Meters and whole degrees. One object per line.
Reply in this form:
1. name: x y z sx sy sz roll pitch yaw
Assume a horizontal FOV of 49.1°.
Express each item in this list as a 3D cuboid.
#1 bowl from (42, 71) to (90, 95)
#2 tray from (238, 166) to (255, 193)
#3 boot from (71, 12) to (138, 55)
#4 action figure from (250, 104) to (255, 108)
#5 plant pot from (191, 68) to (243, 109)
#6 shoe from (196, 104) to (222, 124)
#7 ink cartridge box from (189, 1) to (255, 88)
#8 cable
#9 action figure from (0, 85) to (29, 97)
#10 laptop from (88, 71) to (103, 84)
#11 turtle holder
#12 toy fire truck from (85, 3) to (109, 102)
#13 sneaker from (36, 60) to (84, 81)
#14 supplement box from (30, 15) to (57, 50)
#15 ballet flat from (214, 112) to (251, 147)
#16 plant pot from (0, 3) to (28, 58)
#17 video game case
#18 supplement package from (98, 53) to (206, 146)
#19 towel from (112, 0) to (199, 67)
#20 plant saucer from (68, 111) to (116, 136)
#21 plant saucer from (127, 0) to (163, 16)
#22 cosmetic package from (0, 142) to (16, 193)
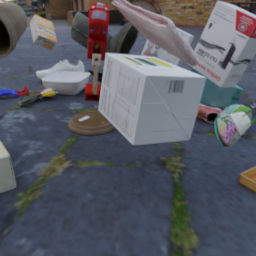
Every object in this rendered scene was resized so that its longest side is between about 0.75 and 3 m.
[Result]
1. bowl: -3.105 -2.293 14.364 2.086 0.780 2.089 6 27 12
2. tray: 3.752 1.271 7.365 1.604 0.297 0.791 -14 28 -30
3. boot: -1.084 -3.993 11.729 2.777 2.524 1.007 46 43 15
4. action figure: 6.069 -0.971 11.673 1.403 1.560 2.095 -30 26 34
5. plant pot: 3.608 -1.516 11.718 1.969 1.392 1.391 27 17 38
6. shoe: 2.945 -0.575 10.956 1.538 0.550 0.700 10 21 11
7. ink cartridge box: 3.171 -2.625 9.024 0.933 2.228 1.608 -10 44 -39
8. cable: -4.226 -1.451 12.914 0.924 0.479 1.903 21 33 38
9. action figure: -6.104 -1.936 13.208 2.465 1.220 0.804 -15 29 -24
10. laptop: -0.656 -2.818 14.981 1.912 1.114 2.157 16 -11 32
11. turtle holder: 3.763 -0.232 9.978 0.969 1.275 0.906 22 9 -39
12. toy fire truck: -0.911 -2.066 8.052 0.582 2.388 1.684 3 57 -8
13. sneaker: -3.817 -3.249 15.900 2.782 1.212 1.037 -8 27 -14
14. supplement box: -3.354 -3.777 11.071 0.800 0.467 1.270 12 48 -43
15. ballet flat: 2.292 -0.085 6.138 0.691 0.671 1.942 -22 1 21
16. plant pot: -3.772 -3.075 8.385 1.547 1.547 1.343 8 40 17
17. video game case: 1.483 -3.246 11.703 0.261 2.002 2.199 1 33 -40
18. supplement package: 0.388 -0.688 6.001 1.396 1.386 1.840 -3 26 -28
19. towel: 0.827 -2.630 7.693 2.096 0.354 2.195 41 11 31
20. plant saucer: -1.327 -0.235 10.593 1.888 0.278 1.888 -1 26 0
21. plant saucer: 0.532 -3.860 9.313 1.283 1.283 0.221 -13 -12 -25
22. cosmetic package: -4.184 0.780 7.553 1.449 1.023 2.800 -17 31 -32
